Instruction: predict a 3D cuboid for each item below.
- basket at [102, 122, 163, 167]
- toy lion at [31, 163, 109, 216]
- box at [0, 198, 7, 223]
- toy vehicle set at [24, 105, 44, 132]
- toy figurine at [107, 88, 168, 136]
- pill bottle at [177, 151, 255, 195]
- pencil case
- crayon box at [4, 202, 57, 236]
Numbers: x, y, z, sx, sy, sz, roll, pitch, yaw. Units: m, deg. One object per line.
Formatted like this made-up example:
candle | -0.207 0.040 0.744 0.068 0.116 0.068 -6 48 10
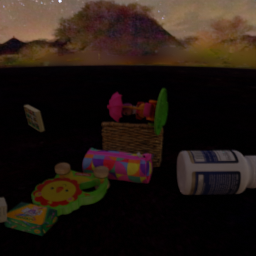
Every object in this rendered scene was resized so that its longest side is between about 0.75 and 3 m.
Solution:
basket | 0.195 0.373 9.832 2.052 1.529 1.465 2 18 9
toy lion | -1.520 1.665 7.451 1.827 0.627 1.751 3 25 6
box | -3.140 1.818 5.881 1.058 0.435 0.362 -5 20 -32
toy vehicle set | -4.485 -0.468 13.322 0.211 0.990 1.594 -22 27 -32
toy figurine | 0.259 -0.600 8.750 1.725 1.407 1.874 10 3 16
pill bottle | 2.499 1.221 7.679 2.142 1.189 1.189 0 17 -2
pencil case | -0.293 1.090 8.408 2.149 0.950 0.950 1 17 18
crayon box | -2.229 2.075 6.435 1.026 0.299 0.609 6 18 18
